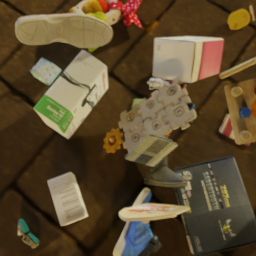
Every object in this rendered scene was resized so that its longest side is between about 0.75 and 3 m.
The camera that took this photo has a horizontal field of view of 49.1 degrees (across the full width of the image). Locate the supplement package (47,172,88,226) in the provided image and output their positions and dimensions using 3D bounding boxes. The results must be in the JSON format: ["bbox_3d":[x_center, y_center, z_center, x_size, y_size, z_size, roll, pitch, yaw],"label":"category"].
[{"bbox_3d":[-1.985,2.357,9.254,0.822,0.854,1.501,-20,74,-7],"label":"supplement package"}]

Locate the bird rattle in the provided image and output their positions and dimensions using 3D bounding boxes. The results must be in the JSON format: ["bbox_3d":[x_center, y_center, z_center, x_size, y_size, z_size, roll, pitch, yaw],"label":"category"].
[{"bbox_3d":[-0.973,-4.638,11.143,2.995,1.687,2.442,-41,61,-14],"label":"bird rattle"}]

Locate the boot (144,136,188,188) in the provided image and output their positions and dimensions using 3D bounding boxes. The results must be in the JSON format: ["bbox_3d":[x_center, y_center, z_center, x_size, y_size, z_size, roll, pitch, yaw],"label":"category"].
[{"bbox_3d":[1.163,0.867,9.247,0.763,1.912,2.103,13,79,-42],"label":"boot"}]

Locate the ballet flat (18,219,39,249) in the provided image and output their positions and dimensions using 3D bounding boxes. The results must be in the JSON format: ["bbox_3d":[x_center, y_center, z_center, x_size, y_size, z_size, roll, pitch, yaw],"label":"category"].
[{"bbox_3d":[-3.368,3.519,9.198,0.398,0.358,1.056,-45,79,8],"label":"ballet flat"}]

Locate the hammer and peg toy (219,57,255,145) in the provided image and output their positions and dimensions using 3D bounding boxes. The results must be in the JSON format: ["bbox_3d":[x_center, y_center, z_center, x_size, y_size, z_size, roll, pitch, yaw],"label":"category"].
[{"bbox_3d":[3.477,-0.849,7.521,1.755,0.841,2.386,-13,91,13],"label":"hammer and peg toy"}]

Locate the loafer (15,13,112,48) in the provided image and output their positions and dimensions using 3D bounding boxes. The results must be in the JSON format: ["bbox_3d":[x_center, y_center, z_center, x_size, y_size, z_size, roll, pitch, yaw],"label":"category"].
[{"bbox_3d":[-1.968,-3.143,8.700,2.924,1.051,0.919,-6,43,-22],"label":"loafer"}]

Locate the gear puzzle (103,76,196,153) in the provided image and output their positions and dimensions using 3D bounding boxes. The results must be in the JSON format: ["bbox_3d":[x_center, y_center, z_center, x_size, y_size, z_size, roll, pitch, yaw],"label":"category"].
[{"bbox_3d":[0.458,-0.044,7.505,2.907,0.381,1.506,-32,52,25],"label":"gear puzzle"}]

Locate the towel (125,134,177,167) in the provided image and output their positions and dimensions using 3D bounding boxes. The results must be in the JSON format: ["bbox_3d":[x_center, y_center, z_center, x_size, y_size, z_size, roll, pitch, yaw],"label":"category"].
[{"bbox_3d":[0.504,0.492,6.186,0.887,0.921,0.159,20,40,-33],"label":"towel"}]

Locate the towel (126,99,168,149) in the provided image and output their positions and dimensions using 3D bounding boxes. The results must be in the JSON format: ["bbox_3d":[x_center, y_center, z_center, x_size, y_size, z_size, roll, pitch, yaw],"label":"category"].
[{"bbox_3d":[0.755,-0.047,10.331,1.496,0.237,2.083,6,72,3],"label":"towel"}]

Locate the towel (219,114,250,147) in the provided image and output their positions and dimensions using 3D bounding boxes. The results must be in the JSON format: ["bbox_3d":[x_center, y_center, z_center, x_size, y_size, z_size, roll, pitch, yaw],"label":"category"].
[{"bbox_3d":[4.044,0.071,10.349,1.173,0.133,0.845,26,77,10],"label":"towel"}]

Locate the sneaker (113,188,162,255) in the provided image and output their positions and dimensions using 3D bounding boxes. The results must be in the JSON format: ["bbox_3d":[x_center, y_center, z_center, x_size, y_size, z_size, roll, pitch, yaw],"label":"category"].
[{"bbox_3d":[0.572,3.226,8.939,1.314,0.907,2.363,23,78,13],"label":"sneaker"}]

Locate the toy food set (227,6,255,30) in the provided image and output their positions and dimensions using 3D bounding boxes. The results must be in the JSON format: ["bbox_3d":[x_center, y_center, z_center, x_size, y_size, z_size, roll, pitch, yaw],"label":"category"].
[{"bbox_3d":[4.622,-4.513,11.663,1.199,0.392,0.706,-25,99,-5],"label":"toy food set"}]

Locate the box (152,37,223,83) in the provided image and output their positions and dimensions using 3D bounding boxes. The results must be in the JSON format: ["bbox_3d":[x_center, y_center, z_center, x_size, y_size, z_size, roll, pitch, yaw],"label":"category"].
[{"bbox_3d":[1.829,-2.126,8.441,1.318,2.061,1.123,17,116,35],"label":"box"}]

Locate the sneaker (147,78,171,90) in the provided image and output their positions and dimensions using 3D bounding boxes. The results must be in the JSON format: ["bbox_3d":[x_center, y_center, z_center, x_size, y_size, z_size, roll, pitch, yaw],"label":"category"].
[{"bbox_3d":[0.987,-1.320,8.773,0.569,0.990,0.372,-7,116,-16],"label":"sneaker"}]

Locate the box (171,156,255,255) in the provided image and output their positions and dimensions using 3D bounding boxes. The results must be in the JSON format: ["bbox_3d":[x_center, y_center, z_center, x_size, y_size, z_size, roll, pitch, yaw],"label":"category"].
[{"bbox_3d":[2.802,2.536,9.269,2.214,0.716,2.808,-11,73,-4],"label":"box"}]

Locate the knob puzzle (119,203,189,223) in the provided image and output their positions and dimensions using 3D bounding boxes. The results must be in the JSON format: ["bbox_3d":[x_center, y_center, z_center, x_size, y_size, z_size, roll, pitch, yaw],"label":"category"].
[{"bbox_3d":[0.498,2.198,7.032,1.825,1.825,0.253,-4,84,-1],"label":"knob puzzle"}]

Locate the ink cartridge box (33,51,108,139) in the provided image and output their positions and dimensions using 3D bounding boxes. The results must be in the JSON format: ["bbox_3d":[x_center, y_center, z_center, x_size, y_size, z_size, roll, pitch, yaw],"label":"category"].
[{"bbox_3d":[-1.850,-1.094,9.771,1.077,1.902,2.594,34,77,7],"label":"ink cartridge box"}]

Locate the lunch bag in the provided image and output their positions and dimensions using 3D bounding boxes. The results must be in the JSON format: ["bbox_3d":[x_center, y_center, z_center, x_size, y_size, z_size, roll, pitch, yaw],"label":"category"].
[{"bbox_3d":[-3.136,-2.136,10.799,0.932,0.568,0.794,31,74,15],"label":"lunch bag"}]
